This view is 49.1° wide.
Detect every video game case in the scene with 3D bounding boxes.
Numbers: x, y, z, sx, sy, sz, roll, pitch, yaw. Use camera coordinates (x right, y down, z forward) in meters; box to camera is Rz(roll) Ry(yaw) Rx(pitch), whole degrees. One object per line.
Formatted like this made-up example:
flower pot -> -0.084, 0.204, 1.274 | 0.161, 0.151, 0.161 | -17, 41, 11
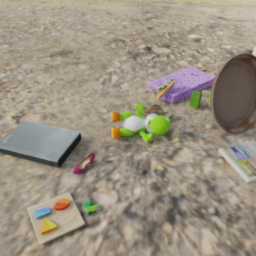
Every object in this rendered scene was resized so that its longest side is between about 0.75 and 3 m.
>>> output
video game case -> 3.966, 1.053, 9.076 | 1.407, 0.170, 1.545 | -11, 38, -15

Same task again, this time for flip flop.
flip flop -> 0.987, -0.735, 11.283 | 1.735, 0.499, 0.703 | 27, 43, 32

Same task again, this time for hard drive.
hard drive -> -3.035, 0.498, 9.661 | 2.339, 0.385, 1.633 | 11, 37, 15

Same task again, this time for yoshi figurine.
yoshi figurine -> 0.512, -0.131, 9.959 | 2.199, 1.236, 1.231 | -2, 45, -6

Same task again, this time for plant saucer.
plant saucer -> 3.947, -1.212, 10.123 | 2.900, 2.900, 0.465 | -19, 21, -25

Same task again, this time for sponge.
sponge -> 2.551, -2.085, 13.194 | 2.912, 0.434, 1.625 | -24, 42, -29

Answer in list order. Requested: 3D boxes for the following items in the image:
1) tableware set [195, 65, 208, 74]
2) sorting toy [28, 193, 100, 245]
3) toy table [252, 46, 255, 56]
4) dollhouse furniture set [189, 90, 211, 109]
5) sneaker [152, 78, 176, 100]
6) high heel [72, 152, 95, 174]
tableware set -> 3.794, -2.934, 14.569 | 0.819, 0.248, 1.239 | 3, 36, 4
sorting toy -> -1.660, 2.194, 7.407 | 1.718, 0.253, 1.270 | -18, 39, -24
toy table -> 5.319, -2.167, 12.027 | 2.472, 2.273, 1.448 | 26, 57, 32
dollhouse furniture set -> 3.447, -1.220, 12.173 | 1.761, 0.680, 0.880 | -6, 24, -43
sneaker -> 1.575, -1.787, 12.090 | 1.293, 0.506, 0.499 | -40, 67, -18
high heel -> -1.401, 1.089, 8.774 | 0.300, 0.427, 0.889 | 32, 45, 19
